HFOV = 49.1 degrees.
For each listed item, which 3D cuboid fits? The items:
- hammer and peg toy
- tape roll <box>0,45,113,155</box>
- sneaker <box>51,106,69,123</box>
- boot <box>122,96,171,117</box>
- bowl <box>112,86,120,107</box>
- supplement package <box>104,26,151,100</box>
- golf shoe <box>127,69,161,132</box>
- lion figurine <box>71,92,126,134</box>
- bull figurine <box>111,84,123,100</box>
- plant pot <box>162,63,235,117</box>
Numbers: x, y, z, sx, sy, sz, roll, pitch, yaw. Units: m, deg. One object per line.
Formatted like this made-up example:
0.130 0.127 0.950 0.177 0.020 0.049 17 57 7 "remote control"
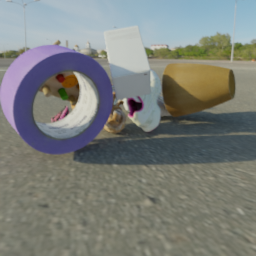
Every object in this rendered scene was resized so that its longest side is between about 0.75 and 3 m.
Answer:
-2.078 -1.649 8.895 2.287 1.682 0.806 18 37 -55 "hammer and peg toy"
-1.795 -0.726 7.311 2.661 2.661 1.131 -11 29 -34 "tape roll"
-2.170 -0.311 8.691 0.451 0.374 0.945 16 62 15 "sneaker"
0.911 -1.064 12.554 1.404 1.080 2.938 2 18 -28 "boot"
-0.755 -1.236 11.692 0.508 1.130 1.130 9 18 31 "bowl"
-0.023 -1.876 8.077 1.051 1.047 1.792 -10 59 -2 "supplement package"
0.524 -1.155 9.733 1.155 2.524 0.951 23 -36 -36 "golf shoe"
-1.163 -0.674 10.060 2.646 0.959 1.620 11 56 23 "lion figurine"
-1.199 -1.836 12.453 2.273 1.380 0.740 11 -24 -9 "bull figurine"
2.804 -1.555 10.743 2.320 2.162 2.162 -2 12 32 "plant pot"
